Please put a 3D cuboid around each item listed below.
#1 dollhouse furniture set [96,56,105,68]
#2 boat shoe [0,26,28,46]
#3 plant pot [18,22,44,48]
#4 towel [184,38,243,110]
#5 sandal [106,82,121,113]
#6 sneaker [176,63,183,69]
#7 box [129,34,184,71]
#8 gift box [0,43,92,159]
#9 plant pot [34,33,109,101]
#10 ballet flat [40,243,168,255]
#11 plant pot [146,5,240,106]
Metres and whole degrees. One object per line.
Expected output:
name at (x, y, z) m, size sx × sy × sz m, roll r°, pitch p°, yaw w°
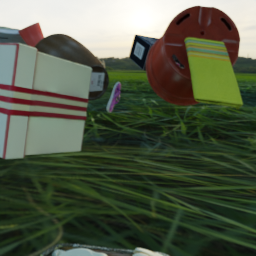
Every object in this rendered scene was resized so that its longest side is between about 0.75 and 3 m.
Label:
dollhouse furniture set at (-2.153, -1.950, 10.375) m, size 1.851 × 2.015 × 1.311 m, roll 28°, pitch 38°, yaw -36°
boat shoe at (-4.130, -3.379, 10.198) m, size 1.923 × 0.692 × 0.597 m, roll -1°, pitch 51°, yaw -37°
plant pot at (-3.259, -3.134, 9.634) m, size 0.808 × 0.715 × 0.808 m, roll -20°, pitch 22°, yaw 8°
towel at (1.644, -1.169, 5.622) m, size 0.892 × 0.187 × 2.072 m, roll 7°, pitch 47°, yaw -2°
sandal at (-0.437, -1.063, 10.058) m, size 0.288 × 1.171 × 0.477 m, roll 17°, pitch -11°, yaw 18°
sneaker at (1.463, -2.022, 9.387) m, size 1.079 × 0.476 × 0.439 m, roll 15°, pitch 48°, yaw -33°
box at (1.127, -2.684, 10.285) m, size 1.752 × 0.938 × 1.301 m, roll 0°, pitch 33°, yaw -28°
gift box at (-2.258, -0.466, 5.440) m, size 2.248 × 2.074 × 2.099 m, roll 5°, pitch 1°, yaw 31°
plant pot at (-1.351, -1.397, 7.172) m, size 1.711 × 1.711 × 1.830 m, roll -13°, pitch 31°, yaw -39°
ballet flat at (-0.104, 2.006, 3.752) m, size 2.525 × 0.908 × 0.908 m, roll 1°, pitch 16°, yaw 6°
plant pot at (1.772, -1.989, 7.821) m, size 2.510 × 2.510 × 2.441 m, roll 1°, pitch -1°, yaw 2°
